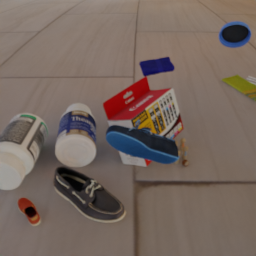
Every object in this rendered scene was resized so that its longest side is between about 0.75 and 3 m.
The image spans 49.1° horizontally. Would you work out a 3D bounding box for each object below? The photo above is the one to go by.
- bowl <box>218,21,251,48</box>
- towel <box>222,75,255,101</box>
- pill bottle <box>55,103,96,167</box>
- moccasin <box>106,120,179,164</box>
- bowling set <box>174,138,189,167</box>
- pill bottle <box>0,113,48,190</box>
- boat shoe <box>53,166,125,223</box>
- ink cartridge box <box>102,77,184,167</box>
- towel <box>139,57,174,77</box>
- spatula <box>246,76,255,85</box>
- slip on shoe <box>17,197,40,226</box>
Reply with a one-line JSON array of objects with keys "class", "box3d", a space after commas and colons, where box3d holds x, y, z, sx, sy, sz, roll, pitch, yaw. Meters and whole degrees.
[{"class": "bowl", "box3d": [4.192, -3.667, 11.015, 1.204, 1.204, 0.236, 9, 62, 12]}, {"class": "towel", "box3d": [5.718, -1.980, 13.568, 1.042, 0.219, 2.422, -14, 37, -19]}, {"class": "pill bottle", "box3d": [-1.750, 0.136, 9.655, 1.284, 1.284, 2.313, -3, 36, -5]}, {"class": "moccasin", "box3d": [0.329, 0.315, 6.609, 1.945, 0.783, 0.663, 24, 54, -29]}, {"class": "bowling set", "box3d": [1.739, 0.820, 9.281, 1.174, 0.630, 0.817, -28, 44, -33]}, {"class": "pill bottle", "box3d": [-3.504, 0.687, 8.846, 1.348, 1.348, 2.383, 2, 35, 3]}, {"class": "boat shoe", "box3d": [-1.157, 1.796, 7.792, 2.434, 0.763, 0.884, 21, 41, 27]}, {"class": "ink cartridge box", "box3d": [0.599, -0.339, 9.368, 1.060, 2.220, 2.529, 0, 29, 42]}, {"class": "towel", "box3d": [0.803, -1.727, 7.942, 0.914, 0.226, 0.675, -9, 41, -2]}, {"class": "spatula", "box3d": [6.497, -2.348, 14.192, 0.825, 0.095, 1.187, -29, 45, -33]}, {"class": "slip on shoe", "box3d": [-2.708, 2.205, 7.607, 0.394, 0.325, 1.063, -26, 42, -29]}]
